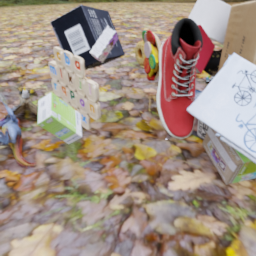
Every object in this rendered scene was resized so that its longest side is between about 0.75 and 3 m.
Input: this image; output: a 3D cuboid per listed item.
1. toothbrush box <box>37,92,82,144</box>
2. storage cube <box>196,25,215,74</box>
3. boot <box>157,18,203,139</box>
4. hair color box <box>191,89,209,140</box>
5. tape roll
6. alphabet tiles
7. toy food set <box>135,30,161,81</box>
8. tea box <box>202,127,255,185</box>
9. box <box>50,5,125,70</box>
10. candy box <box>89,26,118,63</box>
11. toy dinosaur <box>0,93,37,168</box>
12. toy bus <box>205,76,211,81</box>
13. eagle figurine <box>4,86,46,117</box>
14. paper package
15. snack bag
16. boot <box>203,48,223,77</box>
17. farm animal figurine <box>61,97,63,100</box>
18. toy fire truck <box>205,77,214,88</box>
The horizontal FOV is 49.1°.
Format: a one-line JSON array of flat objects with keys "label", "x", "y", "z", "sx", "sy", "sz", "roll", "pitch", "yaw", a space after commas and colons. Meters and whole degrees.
[{"label": "toothbrush box", "x": -1.409, "y": -0.186, "z": 5.827, "sx": 0.395, "sy": 0.918, "sz": 0.668, "roll": -29, "pitch": 49, "yaw": 21}, {"label": "storage cube", "x": 2.188, "y": -2.813, "z": 10.174, "sx": 1.176, "sy": 1.376, "sz": 1.237, "roll": 17, "pitch": 75, "yaw": 51}, {"label": "boot", "x": 1.382, "y": -1.152, "z": 7.211, "sx": 1.048, "sy": 2.895, "sz": 2.088, "roll": -5, "pitch": -1, "yaw": -4}, {"label": "hair color box", "x": 2.602, "y": -0.519, "z": 10.378, "sx": 0.861, "sy": 1.422, "sz": 2.844, "roll": -23, "pitch": 38, "yaw": -29}, {"label": "tape roll", "x": 3.249, "y": -4.129, "z": 10.757, "sx": 1.785, "sy": 1.225, "sz": 1.785, "roll": 24, "pitch": 21, "yaw": -10}, {"label": "alphabet tiles", "x": -1.461, "y": -1.035, "z": 7.518, "sx": 0.156, "sy": 2.092, "sz": 2.139, "roll": -29, "pitch": 44, "yaw": -33}, {"label": "toy food set", "x": 0.836, "y": -2.860, "z": 11.127, "sx": 0.489, "sy": 1.991, "sz": 2.011, "roll": -10, "pitch": 69, "yaw": -15}, {"label": "tea box", "x": 3.376, "y": 0.640, "z": 8.456, "sx": 1.576, "sy": 1.070, "sz": 1.602, "roll": -10, "pitch": 48, "yaw": -14}, {"label": "box", "x": -1.338, "y": -3.203, "z": 10.225, "sx": 1.321, "sy": 1.874, "sz": 2.532, "roll": -19, "pitch": 10, "yaw": 21}, {"label": "candy box", "x": -0.674, "y": -2.364, "z": 8.007, "sx": 0.319, "sy": 0.893, "sz": 0.749, "roll": 35, "pitch": 5, "yaw": 1}, {"label": "toy dinosaur", "x": -4.266, "y": 0.269, "z": 9.905, "sx": 1.490, "sy": 2.837, "sz": 2.575, "roll": -37, "pitch": 7, "yaw": 6}, {"label": "toy bus", "x": 4.744, "y": -2.684, "z": 14.916, "sx": 0.990, "sy": 0.512, "sz": 0.934, "roll": -31, "pitch": 7, "yaw": 2}, {"label": "eagle figurine", "x": -4.080, "y": -0.932, "z": 11.252, "sx": 1.543, "sy": 1.534, "sz": 2.033, "roll": -27, "pitch": 52, "yaw": 5}, {"label": "paper package", "x": 4.058, "y": -2.386, "z": 8.702, "sx": 1.472, "sy": 2.846, "sz": 2.713, "roll": 3, "pitch": 20, "yaw": -3}, {"label": "snack bag", "x": 3.036, "y": -0.542, "z": 7.170, "sx": 2.425, "sy": 0.260, "sz": 2.286, "roll": 37, "pitch": 80, "yaw": 20}, {"label": "boot", "x": 3.486, "y": -2.943, "z": 11.039, "sx": 1.490, "sy": 1.979, "sz": 0.724, "roll": 12, "pitch": 52, "yaw": -31}, {"label": "farm animal figurine", "x": -2.688, "y": -1.606, "z": 12.993, "sx": 1.253, "sy": 0.780, "sz": 1.552, "roll": 38, "pitch": 41, "yaw": 20}, {"label": "toy fire truck", "x": 4.485, "y": -2.069, "z": 13.892, "sx": 1.072, "sy": 0.689, "sz": 0.943, "roll": 11, "pitch": 31, "yaw": 37}]
